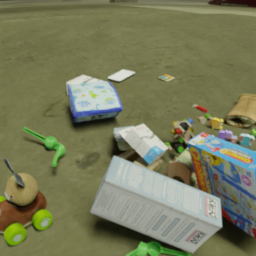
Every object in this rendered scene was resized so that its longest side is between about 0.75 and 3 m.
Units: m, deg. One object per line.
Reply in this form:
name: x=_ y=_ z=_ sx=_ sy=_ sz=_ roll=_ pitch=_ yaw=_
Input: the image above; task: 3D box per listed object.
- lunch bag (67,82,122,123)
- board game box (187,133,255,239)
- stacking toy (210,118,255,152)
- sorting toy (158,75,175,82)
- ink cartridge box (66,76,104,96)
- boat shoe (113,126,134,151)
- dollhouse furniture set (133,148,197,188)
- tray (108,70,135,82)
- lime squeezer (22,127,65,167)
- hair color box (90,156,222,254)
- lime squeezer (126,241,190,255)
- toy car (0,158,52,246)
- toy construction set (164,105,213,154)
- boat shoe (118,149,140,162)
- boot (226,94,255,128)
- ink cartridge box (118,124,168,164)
lunch bag: x=-1.503 y=-1.068 z=12.226 sx=2.029 sy=1.521 sz=2.386 roll=-9 pitch=23 yaw=-15
board game box: x=2.550 y=1.389 z=6.933 sx=0.595 sy=2.130 sz=2.086 roll=-28 pitch=25 yaw=-19
stacking toy: x=4.177 y=0.356 z=10.848 sx=2.231 sy=0.524 sz=1.682 roll=13 pitch=34 yaw=19
sorting toy: x=2.273 y=-2.983 z=16.667 sx=0.777 sy=0.142 sz=0.720 roll=-24 pitch=39 yaw=-34
ink cartridge box: x=-2.071 y=-1.990 z=14.424 sx=1.846 sy=0.777 sz=1.334 roll=20 pitch=37 yaw=30
boat shoe: x=-0.171 y=0.354 z=10.413 sx=0.798 sy=0.688 sz=2.217 roll=-6 pitch=5 yaw=8
dollhouse furniture set: x=1.611 y=0.882 z=9.234 sx=1.992 sy=1.252 sz=2.252 roll=20 pitch=35 yaw=31
tray: x=-0.390 y=-3.097 z=16.812 sx=0.905 sy=0.187 sz=1.686 roll=19 pitch=36 yaw=27
lime squeezer: x=-2.898 y=0.701 z=10.159 sx=0.967 sy=0.517 sz=2.739 roll=-10 pitch=33 yaw=-38
hair color box: x=0.601 y=1.768 z=6.351 sx=2.611 sy=1.293 sz=0.792 roll=23 pitch=39 yaw=-2
lime squeezer: x=0.515 y=2.930 z=6.536 sx=1.881 sy=0.355 sz=0.664 roll=13 pitch=11 yaw=-31
toy car: x=-2.934 y=1.742 z=7.300 sx=1.444 sy=1.830 sz=1.503 roll=-23 pitch=38 yaw=-33
toy construction set: x=2.141 y=-0.002 z=10.249 sx=1.518 sy=1.820 sz=1.399 roll=22 pitch=11 yaw=-24
boat shoe: x=0.074 y=0.925 z=9.973 sx=1.215 sy=0.448 sz=0.420 roll=-26 pitch=46 yaw=-35
boot: x=5.697 y=-0.736 z=12.432 sx=2.140 sy=0.808 sz=2.444 roll=4 pitch=28 yaw=31
ink cartridge box: x=0.477 y=0.395 z=9.029 sx=1.477 sy=0.492 sz=0.855 roll=45 pitch=28 yaw=15
